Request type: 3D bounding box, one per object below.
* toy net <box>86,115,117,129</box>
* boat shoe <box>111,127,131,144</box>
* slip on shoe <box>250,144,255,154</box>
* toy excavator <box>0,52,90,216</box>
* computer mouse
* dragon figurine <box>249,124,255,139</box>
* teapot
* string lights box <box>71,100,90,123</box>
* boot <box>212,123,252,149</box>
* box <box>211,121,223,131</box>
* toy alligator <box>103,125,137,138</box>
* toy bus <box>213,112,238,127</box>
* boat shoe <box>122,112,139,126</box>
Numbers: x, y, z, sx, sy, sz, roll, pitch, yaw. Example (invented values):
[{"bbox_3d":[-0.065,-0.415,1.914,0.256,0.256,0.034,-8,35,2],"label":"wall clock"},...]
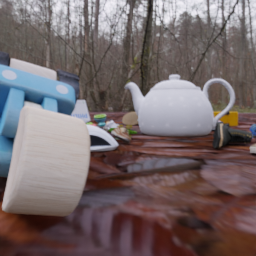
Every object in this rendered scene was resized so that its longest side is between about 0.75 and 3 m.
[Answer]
[{"bbox_3d":[-1.153,-0.235,12.713,1.040,0.383,1.983,-13,16,-30],"label":"toy net"},{"bbox_3d":[-0.163,0.157,7.745,0.367,0.348,0.970,42,-7,-30],"label":"boat shoe"},{"bbox_3d":[3.195,0.302,6.087,1.590,0.482,0.605,-3,5,-33],"label":"slip on shoe"},{"bbox_3d":[-1.187,0.119,3.255,1.302,2.607,2.535,13,-45,-30],"label":"toy excavator"},{"bbox_3d":[-1.536,0.227,6.477,2.628,0.577,1.441,-1,3,-14],"label":"computer mouse"},{"bbox_3d":[3.641,0.031,7.825,0.534,1.074,0.316,34,-23,-3],"label":"dragon figurine"},{"bbox_3d":[1.780,-0.844,10.226,2.936,2.144,2.898,-2,5,-29],"label":"teapot"},{"bbox_3d":[-1.931,-0.105,6.992,1.899,0.560,0.976,-23,-10,41],"label":"string lights box"},{"bbox_3d":[2.666,0.230,7.007,0.985,0.552,1.424,15,21,14],"label":"boot"},{"bbox_3d":[3.266,-0.121,12.188,1.384,0.401,1.742,1,4,7],"label":"box"},{"bbox_3d":[-0.319,0.115,8.947,1.213,0.402,0.291,2,-2,22],"label":"toy alligator"},{"bbox_3d":[4.375,-0.456,14.203,2.343,0.762,0.917,-1,4,-9],"label":"toy bus"},{"bbox_3d":[0.670,-0.447,14.824,2.129,0.766,0.690,-10,-26,34],"label":"boat shoe"}]
